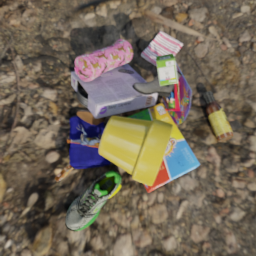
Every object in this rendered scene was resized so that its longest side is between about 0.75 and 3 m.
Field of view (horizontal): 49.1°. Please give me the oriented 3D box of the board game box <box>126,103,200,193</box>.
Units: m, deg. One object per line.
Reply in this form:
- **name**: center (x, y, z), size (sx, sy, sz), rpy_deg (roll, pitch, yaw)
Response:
- **board game box**: center (1.061, 0.688, 10.857), size (2.213, 0.583, 2.892), rpy_deg (-23, 71, -19)

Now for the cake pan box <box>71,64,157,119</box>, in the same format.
- **cake pan box**: center (-0.638, -1.550, 11.015), size (2.751, 0.720, 2.534), rpy_deg (-16, 43, -27)

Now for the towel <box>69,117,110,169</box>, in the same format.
- **towel**: center (-1.551, 0.561, 11.204), size (1.574, 0.528, 2.132), rpy_deg (-2, 68, -8)

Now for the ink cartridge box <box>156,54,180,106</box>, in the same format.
- **ink cartridge box**: center (1.249, -1.466, 8.719), size (0.562, 1.097, 1.484), rpy_deg (-8, 110, 9)

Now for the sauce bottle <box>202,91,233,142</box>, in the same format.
- **sauce bottle**: center (3.617, -0.498, 11.474), size (0.701, 0.701, 2.125), rpy_deg (-14, 72, -5)

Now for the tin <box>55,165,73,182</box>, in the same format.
- **tin**: center (-2.208, 1.569, 9.633), size (0.828, 0.463, 0.173), rpy_deg (-46, 74, 28)

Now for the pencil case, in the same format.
- **pencil case**: center (-0.918, -2.650, 10.880), size (1.032, 1.079, 2.493), rpy_deg (48, 50, 6)

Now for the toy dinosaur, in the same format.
- **toy dinosaur**: center (-1.583, 0.568, 10.523), size (1.277, 0.739, 1.407), rpy_deg (-20, 101, 9)

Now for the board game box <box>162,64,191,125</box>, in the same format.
- **board game box**: center (1.643, -1.295, 10.940), size (0.467, 1.895, 2.399), rpy_deg (-3, 50, -17)

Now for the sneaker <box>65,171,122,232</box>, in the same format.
- **sneaker**: center (-1.293, 2.511, 10.055), size (1.037, 1.132, 2.658), rpy_deg (37, 73, 13)

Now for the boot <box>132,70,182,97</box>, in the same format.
- **boot**: center (1.012, -1.729, 9.965), size (1.653, 1.088, 0.577), rpy_deg (0, 43, -29)

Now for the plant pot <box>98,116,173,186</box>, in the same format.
- **plant pot**: center (0.197, 0.559, 9.246), size (2.016, 2.142, 2.142), rpy_deg (20, 70, 5)

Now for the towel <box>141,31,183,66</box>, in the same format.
- **towel**: center (1.570, -3.629, 12.958), size (1.294, 0.265, 1.769), rpy_deg (34, 72, 12)

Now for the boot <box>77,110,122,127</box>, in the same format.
- **boot**: center (-1.025, -0.632, 10.753), size (1.567, 0.550, 1.146), rpy_deg (22, 48, 1)
